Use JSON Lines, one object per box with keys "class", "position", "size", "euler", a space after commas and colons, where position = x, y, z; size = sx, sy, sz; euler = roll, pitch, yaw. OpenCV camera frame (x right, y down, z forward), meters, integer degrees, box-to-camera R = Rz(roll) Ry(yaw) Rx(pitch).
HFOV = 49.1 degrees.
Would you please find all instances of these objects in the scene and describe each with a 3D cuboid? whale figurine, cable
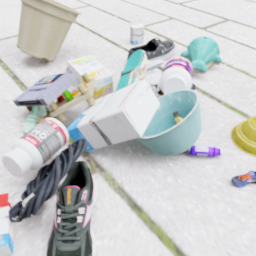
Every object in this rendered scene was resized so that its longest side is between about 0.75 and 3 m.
{"class": "whale figurine", "position": [3.307, -3.316, 12.653], "size": [1.896, 1.237, 2.384], "euler": [15, 42, 17]}
{"class": "cable", "position": [-1.857, 1.063, 6.980], "size": [0.677, 2.175, 2.666], "euler": [39, 35, -6]}

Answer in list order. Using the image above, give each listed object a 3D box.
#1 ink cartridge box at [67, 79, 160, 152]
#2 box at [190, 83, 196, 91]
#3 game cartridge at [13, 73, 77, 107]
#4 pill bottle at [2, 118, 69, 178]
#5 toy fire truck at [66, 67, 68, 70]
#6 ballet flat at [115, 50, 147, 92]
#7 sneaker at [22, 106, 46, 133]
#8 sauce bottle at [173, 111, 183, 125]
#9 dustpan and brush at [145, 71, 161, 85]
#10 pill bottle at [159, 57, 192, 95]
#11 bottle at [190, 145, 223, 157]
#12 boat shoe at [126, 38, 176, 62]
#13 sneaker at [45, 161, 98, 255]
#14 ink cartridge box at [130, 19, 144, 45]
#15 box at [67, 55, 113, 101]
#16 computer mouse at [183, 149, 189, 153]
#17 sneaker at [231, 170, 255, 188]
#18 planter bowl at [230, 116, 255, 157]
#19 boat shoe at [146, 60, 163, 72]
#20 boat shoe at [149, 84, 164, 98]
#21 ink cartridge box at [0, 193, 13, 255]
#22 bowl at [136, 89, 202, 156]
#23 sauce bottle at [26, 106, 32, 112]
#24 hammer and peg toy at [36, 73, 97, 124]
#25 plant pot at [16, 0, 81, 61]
{"class": "ink cartridge box", "position": [-0.448, -0.335, 8.478], "size": [2.349, 1.008, 1.720], "euler": [-15, 28, 37]}
{"class": "box", "position": [2.130, -1.636, 11.230], "size": [0.609, 0.528, 0.996], "euler": [-21, 45, -23]}
{"class": "game cartridge", "position": [-2.842, -1.276, 9.420], "size": [2.219, 0.426, 1.438], "euler": [3, 47, 45]}
{"class": "pill bottle", "position": [-2.470, 0.532, 7.530], "size": [0.948, 0.948, 1.713], "euler": [19, 40, 21]}
{"class": "toy fire truck", "position": [-2.433, -2.676, 12.581], "size": [0.694, 0.507, 0.789], "euler": [-29, 59, -29]}
{"class": "ballet flat", "position": [0.195, -1.763, 10.381], "size": [1.070, 0.905, 2.830], "euler": [-13, 40, 34]}
{"class": "sneaker", "position": [-3.294, -0.453, 9.642], "size": [0.486, 0.779, 1.320], "euler": [9, 41, 10]}
{"class": "sauce bottle", "position": [1.588, -0.202, 8.692], "size": [0.281, 0.281, 0.851], "euler": [-8, 37, -9]}
{"class": "dustpan and brush", "position": [1.221, -1.751, 11.531], "size": [1.120, 0.459, 1.605], "euler": [-33, 43, -27]}
{"class": "pill bottle", "position": [1.690, -1.734, 9.813], "size": [1.091, 1.091, 1.940], "euler": [8, 30, 9]}
{"class": "bottle", "position": [2.387, 0.714, 8.563], "size": [0.951, 0.397, 0.310], "euler": [3, 83, 6]}
{"class": "boat shoe", "position": [1.164, -3.753, 13.290], "size": [2.991, 0.991, 1.046], "euler": [-24, 53, -26]}
{"class": "sneaker", "position": [-1.333, 1.966, 6.430], "size": [1.162, 1.249, 2.893], "euler": [-4, 41, -3]}
{"class": "ink cartridge box", "position": [0.469, -5.026, 14.734], "size": [0.680, 1.172, 0.398], "euler": [-18, 43, -20]}
{"class": "box", "position": [-1.517, -1.980, 11.252], "size": [1.109, 0.999, 1.972], "euler": [-21, 44, -24]}
{"class": "computer mouse", "position": [1.785, 0.174, 9.286], "size": [0.582, 0.338, 1.985], "euler": [-8, 35, 19]}
{"class": "sneaker", "position": [3.350, 1.361, 7.797], "size": [1.016, 0.398, 0.383], "euler": [-9, 40, -11]}
{"class": "planter bowl", "position": [4.287, 0.110, 9.023], "size": [1.761, 0.733, 1.761], "euler": [0, 40, 0]}
{"class": "boat shoe", "position": [0.724, -2.682, 12.059], "size": [1.548, 0.557, 0.508], "euler": [-21, 83, 8]}
{"class": "boat shoe", "position": [1.039, -1.276, 10.534], "size": [2.500, 0.873, 0.886], "euler": [11, 41, 13]}
{"class": "ink cartridge box", "position": [-3.182, 2.312, 6.601], "size": [0.841, 0.487, 1.447], "euler": [-11, 41, -12]}
{"class": "bowl", "position": [1.285, -0.020, 8.445], "size": [2.273, 1.189, 2.273], "euler": [-27, 25, 13]}
{"class": "sauce bottle", "position": [-3.645, -1.142, 10.734], "size": [0.449, 0.449, 1.359], "euler": [-7, 39, -8]}
{"class": "hammer and peg toy", "position": [-2.126, -0.938, 9.519], "size": [2.245, 0.792, 1.652], "euler": [-26, 26, 13]}
{"class": "plant pot", "position": [-3.845, -4.557, 12.800], "size": [2.748, 2.516, 2.748], "euler": [21, 20, -8]}
